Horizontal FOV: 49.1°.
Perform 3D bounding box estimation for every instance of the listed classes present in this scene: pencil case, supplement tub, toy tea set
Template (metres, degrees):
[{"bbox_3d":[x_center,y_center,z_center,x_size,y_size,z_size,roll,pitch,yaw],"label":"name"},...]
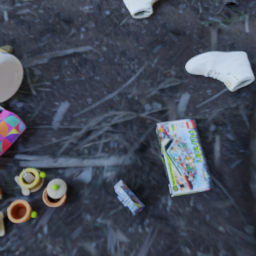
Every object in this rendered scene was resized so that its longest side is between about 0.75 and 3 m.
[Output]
[{"bbox_3d":[-4.285,0.508,8.899,1.003,1.003,2.270,32,72,13],"label":"pencil case"},{"bbox_3d":[-5.100,-2.125,9.546,2.453,1.784,1.784,30,70,13],"label":"supplement tub"},{"bbox_3d":[-3.302,1.985,8.138,2.960,1.096,1.760,-21,68,-9],"label":"toy tea set"}]

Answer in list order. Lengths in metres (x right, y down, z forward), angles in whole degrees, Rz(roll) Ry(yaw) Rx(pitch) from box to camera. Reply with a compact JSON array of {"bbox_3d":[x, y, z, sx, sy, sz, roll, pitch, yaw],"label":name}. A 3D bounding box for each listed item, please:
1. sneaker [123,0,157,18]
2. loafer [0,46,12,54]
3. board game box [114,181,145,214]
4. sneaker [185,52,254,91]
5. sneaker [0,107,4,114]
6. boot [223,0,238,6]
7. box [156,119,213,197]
[{"bbox_3d":[0.932,-5.152,11.506,1.986,0.732,1.148,-22,70,1],"label":"sneaker"},{"bbox_3d":[-4.952,-2.887,10.662,1.072,0.361,0.408,-25,69,-10],"label":"loafer"},{"bbox_3d":[-0.051,1.995,8.131,0.324,1.052,1.051,-44,70,1],"label":"board game box"},{"bbox_3d":[3.330,-1.956,9.991,2.335,0.860,1.350,-8,64,-5],"label":"sneaker"},{"bbox_3d":[-4.727,-0.049,9.277,0.739,0.664,1.796,14,68,4],"label":"sneaker"},{"bbox_3d":[4.065,-5.568,11.821,1.103,0.382,0.961,4,66,-1],"label":"boot"},{"bbox_3d":[1.753,0.902,8.987,1.291,0.407,2.346,-9,67,-4],"label":"box"}]
